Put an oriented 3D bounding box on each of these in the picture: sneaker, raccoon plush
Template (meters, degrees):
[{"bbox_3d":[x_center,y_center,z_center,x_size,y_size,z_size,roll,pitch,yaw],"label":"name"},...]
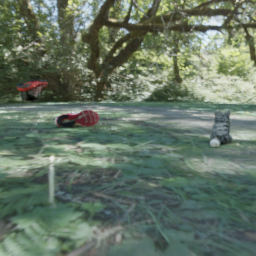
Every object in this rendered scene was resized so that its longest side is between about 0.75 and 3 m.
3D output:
[{"bbox_3d":[-4.147,-1.649,12.310,0.630,0.871,1.783,7,22,17],"label":"sneaker"},{"bbox_3d":[-3.081,-0.594,16.948,2.627,1.059,0.981,-3,6,-21],"label":"sneaker"},{"bbox_3d":[3.867,-0.019,11.536,0.960,1.329,1.984,2,8,15],"label":"raccoon plush"}]
